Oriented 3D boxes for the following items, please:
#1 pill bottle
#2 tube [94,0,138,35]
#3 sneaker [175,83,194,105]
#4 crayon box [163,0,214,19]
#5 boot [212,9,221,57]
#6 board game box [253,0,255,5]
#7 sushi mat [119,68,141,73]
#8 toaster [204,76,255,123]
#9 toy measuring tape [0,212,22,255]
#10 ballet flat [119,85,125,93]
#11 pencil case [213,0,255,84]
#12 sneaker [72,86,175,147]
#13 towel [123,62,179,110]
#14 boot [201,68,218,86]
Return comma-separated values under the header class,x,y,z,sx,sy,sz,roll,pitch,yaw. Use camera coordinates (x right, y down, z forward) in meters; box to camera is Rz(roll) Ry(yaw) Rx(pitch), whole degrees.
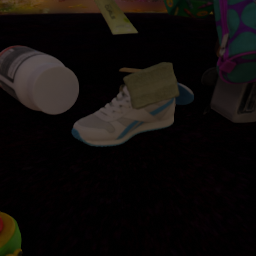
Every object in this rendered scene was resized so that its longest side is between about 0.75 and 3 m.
class,x,y,z,sx,sy,sz,roll,pitch,yaw
pill bottle,-2.829,-1.481,8.558,1.670,1.670,2.884,-20,33,-35
tube,-0.413,-3.129,7.654,0.541,0.484,1.864,-34,58,12
sneaker,1.467,-1.274,9.278,0.714,0.676,1.768,-18,34,-41
crayon box,1.659,-4.662,8.736,1.449,2.440,0.711,-7,-18,-28
boot,3.091,-3.931,9.278,0.950,2.625,2.184,-7,42,-39
board game box,2.345,-1.773,3.945,0.313,1.015,1.014,19,29,-46
sushi mat,0.281,-2.534,12.440,1.281,0.078,0.613,11,29,22
toaster,3.263,-1.039,7.765,1.647,1.822,1.081,-5,32,-23
toy measuring tape,-2.135,1.399,3.860,2.154,0.793,0.793,15,30,31
ballet flat,0.276,-1.154,9.261,1.375,0.486,0.486,18,32,31
pencil case,2.368,-2.480,5.929,1.336,2.891,1.230,4,-17,-22
sneaker,-0.061,-0.426,6.974,2.955,1.193,1.130,-20,34,-33
towel,0.473,-0.841,5.583,1.022,0.758,0.186,-18,7,-3
boot,3.828,-1.643,9.991,1.950,0.675,1.697,-6,26,-17
